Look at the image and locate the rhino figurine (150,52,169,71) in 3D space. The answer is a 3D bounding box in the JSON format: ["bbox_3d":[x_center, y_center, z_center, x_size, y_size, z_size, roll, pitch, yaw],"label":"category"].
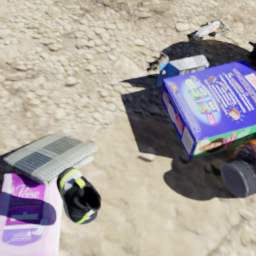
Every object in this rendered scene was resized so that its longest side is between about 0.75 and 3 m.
[{"bbox_3d":[1.097,-2.293,9.910,0.390,0.267,0.892,33,64,20],"label":"rhino figurine"}]

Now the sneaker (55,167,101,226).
[{"bbox_3d":[-0.790,1.389,5.019,0.693,1.675,0.601,25,58,32],"label":"sneaker"}]

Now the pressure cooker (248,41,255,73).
[{"bbox_3d":[5.256,-2.537,8.767,2.308,2.584,2.272,-10,42,-47],"label":"pressure cooker"}]

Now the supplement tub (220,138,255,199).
[{"bbox_3d":[3.771,0.815,7.170,2.727,1.458,1.458,-22,59,-13],"label":"supplement tub"}]

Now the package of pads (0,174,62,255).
[{"bbox_3d":[-2.310,2.243,6.556,1.415,0.888,2.348,-1,57,-4],"label":"package of pads"}]

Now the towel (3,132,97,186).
[{"bbox_3d":[-1.976,0.752,7.336,1.785,0.320,1.854,16,32,34],"label":"towel"}]

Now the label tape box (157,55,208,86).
[{"bbox_3d":[1.733,-1.687,9.037,1.459,1.045,0.482,-14,58,-9],"label":"label tape box"}]

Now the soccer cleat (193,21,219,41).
[{"bbox_3d":[2.985,-3.751,10.693,1.103,0.382,0.428,-37,59,-2],"label":"soccer cleat"}]

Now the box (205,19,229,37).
[{"bbox_3d":[3.511,-3.939,11.037,0.605,0.187,0.757,-19,59,-10],"label":"box"}]

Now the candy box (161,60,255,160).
[{"bbox_3d":[2.710,-0.612,8.310,2.812,1.083,2.377,-15,56,-8],"label":"candy box"}]
